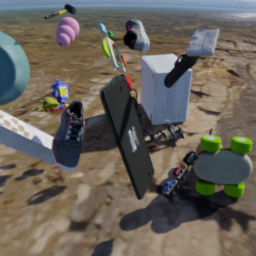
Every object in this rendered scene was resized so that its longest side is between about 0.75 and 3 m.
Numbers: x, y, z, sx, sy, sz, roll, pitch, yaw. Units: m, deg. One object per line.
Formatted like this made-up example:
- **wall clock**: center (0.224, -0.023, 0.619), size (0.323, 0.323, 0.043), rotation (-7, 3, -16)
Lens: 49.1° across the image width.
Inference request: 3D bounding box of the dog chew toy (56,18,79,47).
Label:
- **dog chew toy**: center (-2.623, -3.986, 11.835), size (0.892, 0.892, 1.432), rotation (6, 57, 10)

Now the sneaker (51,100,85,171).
- **sneaker**: center (-1.262, 0.079, 6.147), size (0.654, 0.695, 1.696), rotation (12, 55, -26)

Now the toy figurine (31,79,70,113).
- **toy figurine**: center (-2.185, -0.991, 8.358), size (0.840, 0.954, 1.593), rotation (-10, -3, 24)

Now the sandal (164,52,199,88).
- **sandal**: center (1.735, -2.096, 9.375), size (1.831, 0.688, 0.413), rotation (-45, 50, -13)

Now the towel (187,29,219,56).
- **towel**: center (1.686, -1.917, 6.263), size (0.579, 0.151, 0.873), rotation (6, 55, 25)

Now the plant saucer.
- **plant saucer**: center (-4.829, -1.998, 9.609), size (2.705, 2.705, 0.486), rotation (-4, 20, -7)

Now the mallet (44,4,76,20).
- **mallet**: center (-2.431, -4.140, 10.151), size (0.441, 0.275, 1.338), rotation (28, 49, 15)

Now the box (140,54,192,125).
- **box**: center (1.593, -1.786, 12.651), size (1.600, 2.435, 2.448), rotation (-6, 32, -10)

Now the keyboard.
- **keyboard**: center (-0.037, 0.198, 6.411), size (0.543, 2.742, 1.427), rotation (-3, 27, 29)

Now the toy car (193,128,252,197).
- **toy car**: center (2.893, 0.893, 9.119), size (1.692, 1.761, 2.144), rotation (3, 19, 5)

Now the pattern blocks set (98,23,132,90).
- **pattern blocks set**: center (-0.473, -2.468, 9.707), size (0.173, 2.133, 1.875), rotation (-21, -18, 19)

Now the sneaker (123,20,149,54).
- **sneaker**: center (0.139, -3.342, 10.035), size (0.778, 0.656, 1.779), rotation (-1, 51, -26)

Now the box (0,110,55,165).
- **box**: center (-2.479, 0.224, 6.567), size (0.519, 2.503, 0.484), rotation (-34, 55, 13)

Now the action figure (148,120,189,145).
- **action figure**: center (1.633, 0.167, 11.040), size (1.556, 0.794, 0.925), rotation (-11, 22, -14)

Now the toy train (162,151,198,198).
- **toy train**: center (1.339, 1.170, 7.271), size (1.479, 0.339, 0.252), rotation (-50, 15, -22)
